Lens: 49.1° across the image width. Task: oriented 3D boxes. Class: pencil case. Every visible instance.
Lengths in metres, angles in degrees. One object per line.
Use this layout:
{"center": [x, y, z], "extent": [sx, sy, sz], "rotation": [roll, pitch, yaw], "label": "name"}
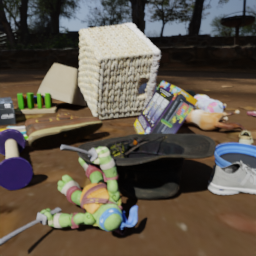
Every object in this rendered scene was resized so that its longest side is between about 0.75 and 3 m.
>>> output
{"center": [3.351, -0.938, 11.941], "extent": [0.810, 0.743, 1.787], "rotation": [-21, 17, 1], "label": "pencil case"}

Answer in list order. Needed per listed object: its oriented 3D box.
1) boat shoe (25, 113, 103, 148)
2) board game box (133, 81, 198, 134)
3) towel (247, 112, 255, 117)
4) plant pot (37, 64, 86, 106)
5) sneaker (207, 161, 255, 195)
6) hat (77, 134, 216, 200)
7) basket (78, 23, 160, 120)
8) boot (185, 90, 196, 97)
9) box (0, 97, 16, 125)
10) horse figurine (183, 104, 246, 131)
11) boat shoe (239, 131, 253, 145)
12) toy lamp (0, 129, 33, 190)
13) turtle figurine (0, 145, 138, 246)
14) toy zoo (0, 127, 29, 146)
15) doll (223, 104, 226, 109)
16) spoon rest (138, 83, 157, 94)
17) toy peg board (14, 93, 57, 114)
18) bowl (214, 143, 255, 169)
{"center": [-1.798, -0.084, 8.088], "extent": [2.337, 0.841, 0.789], "rotation": [-11, 64, -38], "label": "boat shoe"}
{"center": [0.954, -0.373, 7.980], "extent": [0.597, 1.740, 2.105], "rotation": [30, 11, -12], "label": "board game box"}
{"center": [5.874, -0.527, 11.603], "extent": [1.483, 0.169, 1.069], "rotation": [-1, 13, -11], "label": "towel"}
{"center": [-2.917, -2.070, 13.281], "extent": [1.779, 1.575, 1.777], "rotation": [16, 4, 14], "label": "plant pot"}
{"center": [2.247, 0.921, 5.367], "extent": [1.432, 0.587, 0.535], "rotation": [-4, 16, -14], "label": "sneaker"}
{"center": [0.325, 0.749, 5.268], "extent": [2.555, 1.031, 2.555], "rotation": [-3, 7, 0], "label": "hat"}
{"center": [-0.549, -2.310, 11.351], "extent": [2.406, 2.965, 2.992], "rotation": [-9, 42, -20], "label": "basket"}
{"center": [2.776, -1.873, 15.662], "extent": [1.615, 0.617, 1.357], "rotation": [-9, 20, -9], "label": "boot"}
{"center": [-5.779, -0.643, 11.110], "extent": [2.301, 0.625, 2.872], "rotation": [-6, 16, -23], "label": "box"}
{"center": [2.694, -0.343, 9.851], "extent": [1.759, 0.663, 2.654], "rotation": [-19, 26, -37], "label": "horse figurine"}
{"center": [3.456, 0.272, 8.203], "extent": [0.406, 0.364, 1.096], "rotation": [6, 15, 22], "label": "boat shoe"}
{"center": [-2.702, 0.552, 6.471], "extent": [0.762, 0.762, 2.618], "rotation": [-6, 15, -23], "label": "toy lamp"}
{"center": [-0.801, 0.822, 4.237], "extent": [1.797, 1.293, 1.742], "rotation": [10, 3, -18], "label": "turtle figurine"}
{"center": [-3.468, 0.244, 8.650], "extent": [1.217, 0.190, 1.855], "rotation": [-11, 19, -35], "label": "toy zoo"}
{"center": [4.005, -0.913, 12.840], "extent": [1.017, 0.247, 0.694], "rotation": [-18, 30, -33], "label": "doll"}
{"center": [1.496, -1.549, 14.106], "extent": [2.164, 1.075, 0.656], "rotation": [19, 12, 14], "label": "spoon rest"}
{"center": [-4.219, -1.246, 12.910], "extent": [1.751, 0.857, 1.744], "rotation": [-2, 15, -10], "label": "toy peg board"}
{"center": [2.675, 0.741, 6.420], "extent": [1.390, 0.273, 1.390], "rotation": [3, 21, -1], "label": "bowl"}
